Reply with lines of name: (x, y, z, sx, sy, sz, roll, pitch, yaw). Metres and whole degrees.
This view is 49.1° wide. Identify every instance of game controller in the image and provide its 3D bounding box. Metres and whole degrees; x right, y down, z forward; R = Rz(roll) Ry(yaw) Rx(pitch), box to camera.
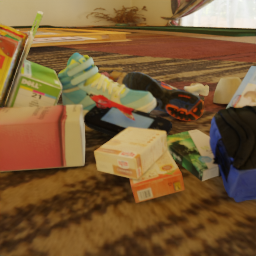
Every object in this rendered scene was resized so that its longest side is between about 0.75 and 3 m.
game controller: (-0.018, -0.134, 6.837, 2.091, 0.440, 1.091, 18, 47, 19)

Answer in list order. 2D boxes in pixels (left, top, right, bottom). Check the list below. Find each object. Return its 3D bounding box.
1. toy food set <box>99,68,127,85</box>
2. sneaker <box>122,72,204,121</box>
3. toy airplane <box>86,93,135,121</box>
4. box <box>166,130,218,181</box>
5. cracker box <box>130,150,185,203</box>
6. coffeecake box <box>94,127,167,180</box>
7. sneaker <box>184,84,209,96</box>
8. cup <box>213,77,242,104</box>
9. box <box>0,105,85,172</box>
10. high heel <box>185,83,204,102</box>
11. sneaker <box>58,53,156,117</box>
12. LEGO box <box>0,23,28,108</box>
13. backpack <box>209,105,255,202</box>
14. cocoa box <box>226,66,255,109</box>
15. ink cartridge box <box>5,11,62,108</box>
toy food set: (-0.688, -1.965, 11.911, 1.490, 0.369, 2.344, 0, 33, -6)
sneaker: (1.035, -0.961, 8.823, 2.742, 1.033, 1.075, 27, 14, 13)
toy airplane: (-0.378, -0.533, 6.442, 1.279, 0.235, 1.279, 23, -7, 3)
box: (1.601, 0.541, 6.323, 1.155, 0.291, 1.600, -12, 26, -25)
cracker box: (0.446, 0.810, 5.270, 0.867, 0.373, 1.294, -15, 19, 0)
coffeecake box: (0.081, 0.422, 5.224, 0.878, 0.418, 1.144, 7, 27, 34)
sneaker: (2.366, -1.370, 9.681, 0.918, 0.368, 0.323, 7, 23, -15)
cup: (3.501, -1.323, 9.636, 1.120, 0.801, 1.120, -6, 13, 1)
box: (-1.944, 0.174, 6.134, 1.941, 1.057, 1.241, -4, 21, -7)
high heel: (2.148, -1.364, 10.299, 1.009, 0.506, 1.416, 4, 32, -4)
sneaker: (-0.736, -1.197, 7.807, 2.909, 1.899, 1.157, -1, 27, 20)
LEGO box: (-3.502, -1.121, 6.827, 1.055, 2.735, 2.037, 20, 18, -20)
backpack: (2.078, 0.420, 4.992, 1.272, 1.314, 1.566, -3, 44, -4)
cocoa box: (3.026, -0.398, 6.411, 1.089, 1.071, 1.633, 25, 77, 39)
ink cartridge box: (-2.364, -1.504, 7.501, 1.082, 2.857, 2.111, 19, 15, -26)
